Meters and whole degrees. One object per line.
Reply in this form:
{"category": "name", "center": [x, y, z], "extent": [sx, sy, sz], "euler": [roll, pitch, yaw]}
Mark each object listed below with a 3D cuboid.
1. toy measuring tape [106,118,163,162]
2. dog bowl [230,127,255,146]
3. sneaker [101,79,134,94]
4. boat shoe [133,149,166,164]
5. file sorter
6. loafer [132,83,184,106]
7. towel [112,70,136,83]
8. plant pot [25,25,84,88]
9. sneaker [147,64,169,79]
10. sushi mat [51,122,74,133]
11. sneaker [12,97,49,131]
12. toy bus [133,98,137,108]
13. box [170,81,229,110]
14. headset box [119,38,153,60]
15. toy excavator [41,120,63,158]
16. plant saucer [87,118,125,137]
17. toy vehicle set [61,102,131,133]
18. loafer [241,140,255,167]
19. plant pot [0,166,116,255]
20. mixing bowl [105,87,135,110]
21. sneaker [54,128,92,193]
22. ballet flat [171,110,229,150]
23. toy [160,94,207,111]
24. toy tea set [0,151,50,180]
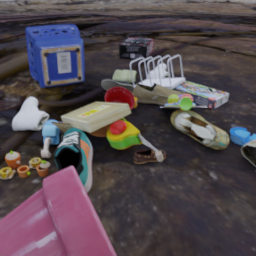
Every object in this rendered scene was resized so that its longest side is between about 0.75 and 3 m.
{"category": "toy measuring tape", "center": [0.009, 0.495, 9.323], "extent": [1.039, 1.039, 2.823], "euler": [-15, 33, -25]}
{"category": "dog bowl", "center": [4.382, 0.409, 10.166], "extent": [1.401, 0.347, 0.781], "euler": [22, 36, 34]}
{"category": "sneaker", "center": [-0.603, -2.176, 14.495], "extent": [1.707, 0.638, 0.907], "euler": [11, 20, -17]}
{"category": "boat shoe", "center": [0.738, 0.894, 9.243], "extent": [1.150, 0.404, 0.405], "euler": [-10, 29, -19]}
{"category": "file sorter", "center": [1.482, -2.884, 14.479], "extent": [2.336, 1.455, 1.621], "euler": [5, 26, 34]}
{"category": "loafer", "center": [1.456, -1.611, 13.237], "extent": [2.645, 0.892, 1.005], "euler": [1, 29, 1]}
{"category": "towel", "center": [-0.224, -3.041, 16.398], "extent": [1.374, 0.338, 1.851], "euler": [1, 29, 5]}
{"category": "plant pot", "center": [-3.875, -3.863, 15.399], "extent": [2.895, 2.895, 2.603], "euler": [-11, 36, -22]}
{"category": "sneaker", "center": [2.032, -3.131, 16.306], "extent": [1.086, 0.692, 1.880], "euler": [20, 43, 27]}
{"category": "sushi mat", "center": [-2.104, 0.091, 9.954], "extent": [0.715, 1.494, 0.090], "euler": [5, 72, 12]}
{"category": "sneaker", "center": [-3.801, -0.548, 11.575], "extent": [1.199, 0.765, 2.075], "euler": [3, 39, 2]}
{"category": "toy bus", "center": [-0.177, -1.230, 13.083], "extent": [1.197, 0.390, 0.469], "euler": [7, 32, 12]}
{"category": "box", "center": [3.434, -1.657, 13.789], "extent": [2.528, 0.439, 1.391], "euler": [25, 38, 37]}
{"category": "headset box", "center": [0.675, -5.972, 20.944], "extent": [2.043, 1.060, 2.745], "euler": [8, 32, 14]}
{"category": "toy excavator", "center": [-2.745, 0.360, 9.763], "extent": [0.666, 1.297, 1.333], "euler": [0, -2, 1]}
{"category": "plant saucer", "center": [-0.891, -0.192, 11.277], "extent": [1.737, 0.325, 1.737], "euler": [-1, 30, 0]}
{"category": "toy vehicle set", "center": [-1.316, -0.484, 10.668], "extent": [1.706, 0.364, 2.745], "euler": [-26, 19, -26]}
{"category": "loafer", "center": [4.322, 1.109, 8.407], "extent": [0.846, 0.937, 2.478], "euler": [-9, 21, -12]}
{"category": "plant pot", "center": [-1.468, 2.237, 5.132], "extent": [2.144, 2.396, 2.396], "euler": [-26, 36, -13]}
{"category": "mixing bowl", "center": [-0.423, -1.066, 12.217], "extent": [1.301, 0.705, 1.301], "euler": [6, 62, -12]}
{"category": "sneaker", "center": [-1.644, 0.707, 8.394], "extent": [0.952, 1.066, 2.668], "euler": [-20, 40, 0]}
{"category": "ballet flat", "center": [2.417, -0.041, 10.285], "extent": [0.946, 0.946, 2.677], "euler": [-20, 38, -32]}
{"category": "toy", "center": [2.187, -1.087, 11.565], "extent": [1.553, 0.637, 2.697], "euler": [1, 7, 2]}
{"category": "toy tea set", "center": [-3.193, 1.094, 8.681], "extent": [1.570, 0.581, 0.934], "euler": [-2, 29, -3]}
